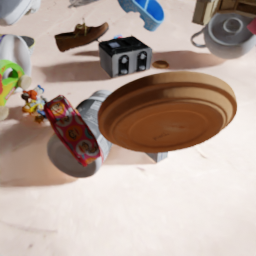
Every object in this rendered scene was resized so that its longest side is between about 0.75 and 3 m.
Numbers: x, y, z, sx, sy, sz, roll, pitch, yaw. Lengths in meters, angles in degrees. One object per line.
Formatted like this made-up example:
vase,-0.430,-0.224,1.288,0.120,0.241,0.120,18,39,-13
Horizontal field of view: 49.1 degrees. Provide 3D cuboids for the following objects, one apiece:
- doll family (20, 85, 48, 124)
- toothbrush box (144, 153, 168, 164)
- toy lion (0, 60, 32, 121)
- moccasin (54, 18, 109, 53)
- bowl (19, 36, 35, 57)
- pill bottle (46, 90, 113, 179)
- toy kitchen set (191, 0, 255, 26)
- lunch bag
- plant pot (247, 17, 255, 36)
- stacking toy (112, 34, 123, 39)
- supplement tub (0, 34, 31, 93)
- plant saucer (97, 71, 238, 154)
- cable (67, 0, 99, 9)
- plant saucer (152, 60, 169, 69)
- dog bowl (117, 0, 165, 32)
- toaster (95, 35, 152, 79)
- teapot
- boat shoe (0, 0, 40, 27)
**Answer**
doll family,-2.769,-0.611,9.071,1.721,0.776,1.068,30,36,8
toothbrush box,0.625,0.366,7.607,0.432,0.742,1.013,-24,43,-28
toy lion,-2.884,-0.874,5.978,0.500,1.397,1.458,29,74,13
moccasin,-1.233,-2.465,7.287,1.607,0.620,0.588,-5,33,31
bowl,-4.924,-3.334,12.375,1.767,0.829,1.767,0,41,0
pill bottle,-0.987,0.050,7.472,1.409,1.409,2.433,10,37,13
toy kitchen set,2.699,-3.372,6.904,1.577,1.426,1.748,25,48,21
lunch bag,-1.004,0.007,4.966,0.509,1.241,1.093,-33,22,-9
plant pot,2.689,-1.824,4.800,0.839,0.938,0.938,44,47,1
stacking toy,-0.063,-3.682,13.082,1.495,0.821,0.868,32,43,19
supplement tub,-5.221,-2.322,10.052,2.850,2.072,2.072,3,37,3
plant saucer,0.639,-0.078,4.677,2.300,2.300,0.371,-2,62,-3
cable,-1.250,-4.653,9.439,1.681,0.582,1.680,-24,15,-17
plant saucer,1.421,-2.795,12.283,0.753,0.141,0.753,0,38,0
dog bowl,0.475,-4.004,9.190,0.468,1.889,1.053,-18,50,48
toaster,-0.226,-3.023,11.713,1.810,1.188,2.002,-17,40,-21
teapot,4.507,-4.005,12.569,2.487,1.840,2.520,-36,69,0
boat shoe,-1.963,-2.533,5.385,0.744,0.661,2.023,3,58,14
